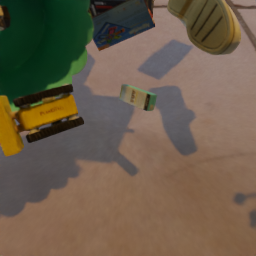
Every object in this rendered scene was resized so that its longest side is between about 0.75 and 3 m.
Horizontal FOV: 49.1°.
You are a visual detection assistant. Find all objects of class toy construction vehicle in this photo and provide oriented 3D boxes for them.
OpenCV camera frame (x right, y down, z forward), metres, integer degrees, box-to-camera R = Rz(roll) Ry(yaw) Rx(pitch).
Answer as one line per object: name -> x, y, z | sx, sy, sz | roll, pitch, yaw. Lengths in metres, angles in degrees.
toy construction vehicle -> -1.311, -0.365, 2.266 | 1.530, 1.332, 0.539 | -23, 10, -22

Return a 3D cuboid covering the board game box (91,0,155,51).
board game box -> -0.171, -2.046, 5.497 | 1.273, 0.655, 0.124 | -17, 32, 22

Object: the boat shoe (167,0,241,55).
boat shoe -> 1.698, -2.265, 5.891 | 0.872, 0.953, 2.549 | 17, 37, -30

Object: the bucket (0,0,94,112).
bucket -> -1.943, -1.591, 4.236 | 2.532, 2.532, 1.647 | -29, 41, -24

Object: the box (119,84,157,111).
box -> 0.169, -0.580, 5.270 | 0.759, 0.312, 0.187 | 27, 23, 38

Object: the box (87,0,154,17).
box -> -0.598, -2.955, 5.017 | 2.156, 2.734, 0.680 | 4, 78, 6
